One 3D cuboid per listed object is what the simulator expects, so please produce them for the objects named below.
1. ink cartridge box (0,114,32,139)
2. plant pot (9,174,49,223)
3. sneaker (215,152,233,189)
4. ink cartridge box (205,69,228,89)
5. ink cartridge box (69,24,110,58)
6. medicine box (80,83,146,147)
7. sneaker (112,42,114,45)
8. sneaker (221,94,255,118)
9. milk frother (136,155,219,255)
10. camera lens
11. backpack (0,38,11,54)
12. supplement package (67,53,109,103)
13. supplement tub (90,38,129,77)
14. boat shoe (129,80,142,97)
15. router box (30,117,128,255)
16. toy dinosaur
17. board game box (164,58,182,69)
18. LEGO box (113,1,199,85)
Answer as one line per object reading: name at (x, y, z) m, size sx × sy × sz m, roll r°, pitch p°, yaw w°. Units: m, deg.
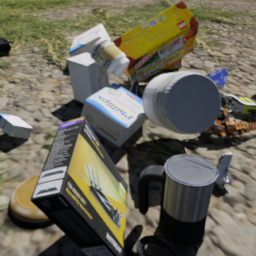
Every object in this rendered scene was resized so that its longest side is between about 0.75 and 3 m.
ink cartridge box at (-3.489, -0.049, 8.571) m, size 0.924 × 0.391 × 0.667 m, roll 28°, pitch 8°, yaw 34°
plant pot at (-1.943, 1.511, 6.511) m, size 1.598 × 0.220 × 1.598 m, roll 0°, pitch 29°, yaw 0°
sneaker at (2.356, 1.041, 6.793) m, size 0.331 × 0.880 × 0.506 m, roll 7°, pitch 33°, yaw -29°
ink cartridge box at (3.010, -1.668, 10.346) m, size 0.304 × 0.646 × 1.375 m, roll 27°, pitch -17°, yaw -22°
ink cartridge box at (-1.884, -4.122, 14.072) m, size 1.753 × 1.012 × 2.401 m, roll -25°, pitch 32°, yaw 12°
medicine box at (-0.368, -0.451, 8.623) m, size 1.502 × 0.849 × 1.649 m, roll 33°, pitch 39°, yaw 12°
sneaker at (-0.407, -4.073, 14.715) m, size 0.968 × 0.828 × 2.360 m, roll -1°, pitch 34°, yaw 5°
sneaker at (4.041, -0.796, 9.956) m, size 1.639 × 0.610 × 0.693 m, roll 24°, pitch 30°, yaw 22°
milk frother at (0.883, 1.578, 5.140) m, size 1.483 × 1.546 × 1.643 m, roll 0°, pitch 28°, yaw -2°
camera lens at (1.356, -0.696, 7.624) m, size 1.614 × 1.614 × 2.018 m, roll -8°, pitch 9°, yaw -12°
backpack at (-6.995, -4.557, 15.549) m, size 0.974 × 0.739 × 1.167 m, roll -9°, pitch 33°, yaw -22°
supplement package at (-1.433, -1.774, 10.358) m, size 1.256 × 1.613 × 0.894 m, roll 25°, pitch 42°, yaw 38°
supplement tub at (-0.603, -2.297, 9.226) m, size 1.134 × 0.821 × 0.821 m, roll 42°, pitch 43°, yaw 6°
boat shoe at (0.288, -1.309, 10.714) m, size 0.475 × 0.551 × 1.516 m, roll 11°, pitch 41°, yaw 7°
router box at (-0.691, 1.173, 5.121) m, size 0.567 × 2.171 × 1.707 m, roll -15°, pitch 38°, yaw 17°
toy dinosaur at (2.939, -0.153, 8.736) m, size 2.216 × 1.132 × 1.504 m, roll 21°, pitch 43°, yaw -20°
board game box at (1.635, -4.005, 13.531) m, size 1.846 × 1.845 × 1.845 m, roll 1°, pitch 29°, yaw 5°
LEGO box at (1.075, -3.168, 10.946) m, size 2.972 × 2.213 × 1.147 m, roll -30°, pitch 77°, yaw 1°
